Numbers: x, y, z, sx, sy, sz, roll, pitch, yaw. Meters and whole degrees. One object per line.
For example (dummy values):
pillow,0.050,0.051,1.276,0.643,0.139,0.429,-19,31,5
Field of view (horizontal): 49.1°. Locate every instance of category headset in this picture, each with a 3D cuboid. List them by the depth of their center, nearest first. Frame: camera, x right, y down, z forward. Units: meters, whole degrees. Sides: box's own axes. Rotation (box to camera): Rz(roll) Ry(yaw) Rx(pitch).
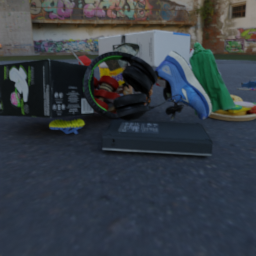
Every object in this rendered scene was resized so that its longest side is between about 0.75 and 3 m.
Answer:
headset,0.171,-0.963,7.779,2.872,1.774,1.349,17,-7,-9

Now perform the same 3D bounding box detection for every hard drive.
hard drive,0.827,0.227,8.178,2.873,0.472,2.005,3,14,5

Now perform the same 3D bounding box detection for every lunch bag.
lunch bag,-0.182,-2.242,8.586,0.964,0.567,0.791,-42,20,-21

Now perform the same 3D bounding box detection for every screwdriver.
screwdriver,-1.695,-2.329,11.875,0.398,2.736,0.382,-38,8,40

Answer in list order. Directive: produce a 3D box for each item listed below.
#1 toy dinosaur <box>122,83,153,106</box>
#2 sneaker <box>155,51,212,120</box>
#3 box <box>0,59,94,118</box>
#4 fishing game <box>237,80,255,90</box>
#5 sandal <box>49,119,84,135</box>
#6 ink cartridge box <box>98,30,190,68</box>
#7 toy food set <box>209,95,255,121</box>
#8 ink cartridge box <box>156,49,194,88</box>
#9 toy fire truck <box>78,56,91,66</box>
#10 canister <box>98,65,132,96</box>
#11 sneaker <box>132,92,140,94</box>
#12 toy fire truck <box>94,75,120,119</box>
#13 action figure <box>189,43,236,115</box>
toy dinosaur,0.562,-1.638,12.124,1.069,1.421,2.093,-27,35,27
sneaker,1.645,-1.104,8.548,1.098,2.463,0.968,-38,26,10
box,-2.735,-1.204,9.133,2.697,1.676,2.003,4,7,32
fishing game,3.819,-1.340,8.333,0.893,0.194,1.247,-1,-7,-8
sandal,-1.959,0.006,8.935,1.094,0.476,0.435,1,34,-22
ink cartridge box,0.545,-2.816,10.349,2.046,1.182,2.803,-13,17,-43
toy food set,4.227,-0.832,11.504,2.486,0.605,2.460,-11,20,-32
ink cartridge box,1.789,-2.380,11.197,1.388,1.581,0.663,23,-13,47
toy fire truck,-2.307,-2.184,13.149,1.953,0.675,2.769,-20,55,-19
canister,-0.519,-2.065,12.666,1.553,2.092,0.905,-15,20,-32
sneaker,0.039,-0.923,11.239,1.398,0.525,0.567,-30,49,12
toy fire truck,-0.994,-0.987,10.545,2.206,1.237,1.852,12,-20,31
action figure,2.561,-1.662,9.164,1.363,2.308,0.631,-13,12,30
